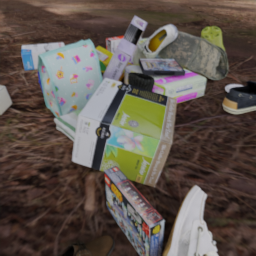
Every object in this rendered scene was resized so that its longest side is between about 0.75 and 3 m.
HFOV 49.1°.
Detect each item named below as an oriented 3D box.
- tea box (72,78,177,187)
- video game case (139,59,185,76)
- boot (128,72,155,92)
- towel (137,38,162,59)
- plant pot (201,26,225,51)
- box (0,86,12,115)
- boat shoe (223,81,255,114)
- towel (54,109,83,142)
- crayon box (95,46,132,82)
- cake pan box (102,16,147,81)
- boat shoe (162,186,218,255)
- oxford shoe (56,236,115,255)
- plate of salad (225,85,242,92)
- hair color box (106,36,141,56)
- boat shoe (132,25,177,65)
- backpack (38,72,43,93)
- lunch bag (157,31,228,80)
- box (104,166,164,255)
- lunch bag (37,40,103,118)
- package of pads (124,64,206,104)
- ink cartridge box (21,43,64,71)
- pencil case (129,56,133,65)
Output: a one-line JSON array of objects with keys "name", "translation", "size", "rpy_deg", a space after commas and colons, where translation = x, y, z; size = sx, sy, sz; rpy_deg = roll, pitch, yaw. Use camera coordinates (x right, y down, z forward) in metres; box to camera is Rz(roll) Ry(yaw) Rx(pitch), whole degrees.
[{"name": "tea box", "translation": [0.002, 0.018, 6.800], "size": [2.033, 1.381, 2.066], "rpy_deg": [17, 34, 4]}, {"name": "video game case", "translation": [1.162, -2.192, 10.039], "size": [1.426, 0.201, 1.578], "rpy_deg": [0, 28, -5]}, {"name": "boot", "translation": [-0.062, -1.055, 8.444], "size": [1.735, 1.297, 0.653], "rpy_deg": [11, 31, 16]}, {"name": "towel", "translation": [1.620, -3.558, 13.255], "size": [1.841, 0.518, 2.150], "rpy_deg": [-17, 57, -19]}, {"name": "plant pot", "translation": [3.970, -4.100, 13.455], "size": [1.360, 1.250, 1.360], "rpy_deg": [-7, 57, 11]}, {"name": "box", "translation": [-4.954, -0.991, 9.223], "size": [1.914, 0.744, 0.909], "rpy_deg": [13, 47, 18]}, {"name": "boat shoe", "translation": [4.400, -1.177, 9.613], "size": [2.688, 0.837, 1.003], "rpy_deg": [-14, 33, -24]}, {"name": "towel", "translation": [-0.782, -0.161, 8.525], "size": [2.406, 0.369, 1.795], "rpy_deg": [-23, 40, -35]}, {"name": "crayon box", "translation": [-0.688, -2.657, 11.863], "size": [1.931, 0.491, 1.226], "rpy_deg": [29, 35, 0]}, {"name": "cake pan box", "translation": [-0.220, -2.533, 9.953], "size": [0.601, 2.296, 2.115], "rpy_deg": [26, 53, -9]}, {"name": "boat shoe", "translation": [1.042, 2.003, 4.543], "size": [0.825, 0.843, 2.380], "rpy_deg": [15, 44, 19]}, {"name": "oxford shoe", "translation": [-0.742, 2.101, 4.634], "size": [1.223, 0.516, 0.444], "rpy_deg": [-21, 36, -32]}, {"name": "plate of salad", "translation": [4.100, -1.378, 10.501], "size": [0.919, 0.221, 0.919], "rpy_deg": [0, 37, 0]}, {"name": "hair color box", "translation": [-0.195, -3.952, 13.661], "size": [1.705, 0.945, 0.545], "rpy_deg": [-18, 34, -27]}, {"name": "boat shoe", "translation": [0.846, -3.170, 11.213], "size": [2.412, 0.891, 1.028], "rpy_deg": [-30, 0, 42]}, {"name": "backpack", "translation": [-2.551, -1.729, 10.347], "size": [1.307, 1.062, 1.096], "rpy_deg": [2, 60, 1]}, {"name": "lunch bag", "translation": [2.849, -2.955, 11.657], "size": [2.409, 1.417, 1.976], "rpy_deg": [13, 19, -40]}, {"name": "box", "translation": [0.054, 1.534, 5.024], "size": [0.306, 1.050, 1.534], "rpy_deg": [-18, 36, -26]}, {"name": "lunch bag", "translation": [-1.817, -1.600, 8.925], "size": [1.823, 2.140, 1.305], "rpy_deg": [-25, 40, -26]}, {"name": "package of pads", "translation": [1.247, -1.721, 10.441], "size": [1.992, 0.879, 2.579], "rpy_deg": [-18, 35, -28]}, {"name": "ink cartridge box", "translation": [-3.917, -3.388, 13.160], "size": [1.948, 0.815, 1.413], "rpy_deg": [-9, 32, -14]}, {"name": "pencil case", "translation": [0.042, -2.959, 12.725], "size": [1.519, 0.637, 0.649], "rpy_deg": [5, 7, 5]}]
